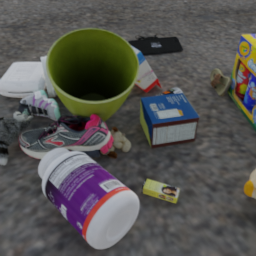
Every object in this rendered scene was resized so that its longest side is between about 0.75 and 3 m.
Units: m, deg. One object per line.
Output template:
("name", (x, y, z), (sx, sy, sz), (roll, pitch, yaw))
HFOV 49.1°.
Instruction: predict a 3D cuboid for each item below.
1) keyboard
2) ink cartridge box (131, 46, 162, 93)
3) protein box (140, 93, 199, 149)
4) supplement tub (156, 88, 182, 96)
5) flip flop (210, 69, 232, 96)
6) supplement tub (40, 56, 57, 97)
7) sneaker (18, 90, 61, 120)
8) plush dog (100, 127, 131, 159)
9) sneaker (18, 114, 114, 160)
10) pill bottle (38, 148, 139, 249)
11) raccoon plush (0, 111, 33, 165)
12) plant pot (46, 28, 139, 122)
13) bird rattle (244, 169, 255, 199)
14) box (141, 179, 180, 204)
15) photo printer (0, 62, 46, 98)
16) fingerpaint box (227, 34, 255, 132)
("keyboard", (1.378, -4.252, 14.670), (2.745, 0.544, 1.429), (-8, 62, -11))
("ink cartridge box", (0.396, -2.232, 11.065), (0.715, 2.127, 1.236), (-43, 44, -1))
("protein box", (1.277, -0.275, 9.057), (1.480, 0.999, 1.470), (-8, 39, -10))
("supplement tub", (1.409, -0.970, 10.164), (1.160, 0.711, 0.711), (-25, 45, -29))
("flip flop", (3.573, -1.896, 11.216), (0.554, 0.781, 1.926), (17, 32, -14))
("supplement tub", (-1.970, -2.126, 10.774), (2.441, 1.766, 1.766), (-12, 40, -14))
("sneaker", (-3.247, -0.590, 9.749), (1.370, 0.762, 1.959), (-25, 36, -26))
("plush dog", (-0.525, 0.468, 8.468), (0.968, 0.777, 0.831), (31, 71, 32))
("sneaker", (-1.912, 0.147, 8.177), (2.962, 1.106, 1.194), (-6, 42, 18))
("pill bottle", (-1.029, 1.483, 6.529), (1.401, 1.401, 2.492), (-31, 48, -33))
("raccoon plush", (-3.423, 0.279, 8.529), (1.084, 1.617, 0.782), (-3, -2, -34))
("plant pot", (-1.093, -1.171, 8.597), (2.459, 2.628, 2.459), (3, 65, -7))
("bird rattle", (4.131, 1.432, 6.622), (2.802, 1.578, 2.284), (-30, 37, -35))
("box", (0.834, 1.632, 7.280), (0.944, 0.237, 0.355), (12, 40, 16))
("photo printer", (-4.154, -1.937, 11.374), (1.715, 0.716, 2.062), (0, 38, 0))
("fingerpaint box", (4.576, -1.510, 9.493), (1.057, 2.403, 2.881), (-4, 39, -5))
